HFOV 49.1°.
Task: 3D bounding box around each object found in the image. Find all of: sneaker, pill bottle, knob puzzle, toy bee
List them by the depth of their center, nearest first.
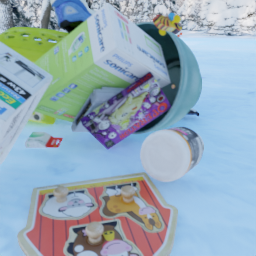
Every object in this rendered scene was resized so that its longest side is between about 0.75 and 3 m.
[{"bbox_3d":[-0.389,1.372,4.237,2.721,0.377,2.721,0,22,0],"label":"knob puzzle"},{"bbox_3d":[0.887,-2.004,5.461,0.825,0.448,0.540,-21,-6,-17],"label":"toy bee"},{"bbox_3d":[0.945,0.448,5.488,0.920,0.920,1.581,11,9,26],"label":"pill bottle"},{"bbox_3d":[-1.166,-2.908,8.584,1.103,1.252,2.809,-17,-17,33],"label":"sneaker"}]

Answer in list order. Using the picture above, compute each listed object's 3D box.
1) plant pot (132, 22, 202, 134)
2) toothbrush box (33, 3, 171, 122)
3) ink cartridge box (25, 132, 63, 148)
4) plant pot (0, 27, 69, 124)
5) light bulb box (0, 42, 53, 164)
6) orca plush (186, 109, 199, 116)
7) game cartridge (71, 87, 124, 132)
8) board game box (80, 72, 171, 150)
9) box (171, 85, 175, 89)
[{"bbox_3d":[0.877,-1.280,8.014,1.949,2.909,2.909,1,15,-45],"label":"plant pot"},{"bbox_3d":[-0.777,-1.265,6.897,2.878,1.239,2.095,-25,-26,32],"label":"toothbrush box"},{"bbox_3d":[-2.142,0.300,7.202,0.809,0.203,0.651,-1,22,0],"label":"ink cartridge box"},{"bbox_3d":[-2.997,-1.607,8.792,2.567,2.554,2.329,11,29,11],"label":"plant pot"},{"bbox_3d":[-2.639,-0.042,4.513,1.479,2.349,2.370,32,19,-13],"label":"light bulb box"},{"bbox_3d":[1.709,-0.636,9.191,1.297,0.461,0.682,26,37,13],"label":"orca plush"},{"bbox_3d":[-0.552,-0.380,7.061,1.284,0.390,1.926,-5,-22,-30],"label":"game cartridge"},{"bbox_3d":[-0.014,-0.339,6.433,1.878,1.127,0.303,-34,50,6],"label":"board game box"},{"bbox_3d":[0.848,-1.569,10.311,2.374,0.492,1.413,-16,32,-25],"label":"box"}]
